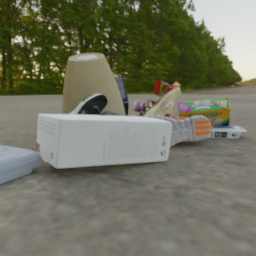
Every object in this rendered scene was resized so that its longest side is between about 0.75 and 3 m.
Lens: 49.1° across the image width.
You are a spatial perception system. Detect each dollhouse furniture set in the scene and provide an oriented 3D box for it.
[{"bbox_3d":[1.109,-0.863,10.891,0.848,2.085,1.122,13,-3,-25],"label":"dollhouse furniture set"}]

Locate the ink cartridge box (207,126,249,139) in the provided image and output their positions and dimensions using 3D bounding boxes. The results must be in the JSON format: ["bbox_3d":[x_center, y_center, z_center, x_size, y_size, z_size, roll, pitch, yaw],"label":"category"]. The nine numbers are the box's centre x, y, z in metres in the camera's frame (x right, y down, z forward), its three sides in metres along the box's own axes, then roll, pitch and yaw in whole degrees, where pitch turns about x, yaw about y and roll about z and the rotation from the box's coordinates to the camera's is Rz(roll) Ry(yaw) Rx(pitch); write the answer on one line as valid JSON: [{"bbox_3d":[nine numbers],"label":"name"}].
[{"bbox_3d":[3.448,0.155,10.266,1.630,0.320,0.811,0,13,0],"label":"ink cartridge box"}]

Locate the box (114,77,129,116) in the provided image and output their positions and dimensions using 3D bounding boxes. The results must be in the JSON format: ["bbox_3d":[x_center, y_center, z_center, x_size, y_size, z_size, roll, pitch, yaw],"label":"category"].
[{"bbox_3d":[-0.602,-1.362,13.720,0.976,1.385,1.872,-6,51,-8],"label":"box"}]

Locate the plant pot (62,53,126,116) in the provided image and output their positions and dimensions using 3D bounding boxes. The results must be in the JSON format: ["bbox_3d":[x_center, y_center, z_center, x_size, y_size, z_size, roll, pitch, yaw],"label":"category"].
[{"bbox_3d":[-1.339,-1.263,10.095,2.447,2.613,2.447,-4,26,2],"label":"plant pot"}]

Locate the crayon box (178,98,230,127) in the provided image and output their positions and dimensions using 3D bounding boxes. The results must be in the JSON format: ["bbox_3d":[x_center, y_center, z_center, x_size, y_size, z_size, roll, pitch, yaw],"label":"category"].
[{"bbox_3d":[2.825,-0.485,10.382,1.745,0.509,1.505,-5,-23,17],"label":"crayon box"}]

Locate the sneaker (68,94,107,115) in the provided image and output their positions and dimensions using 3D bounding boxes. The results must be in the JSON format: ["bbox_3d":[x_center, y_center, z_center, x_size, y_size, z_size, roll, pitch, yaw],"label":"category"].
[{"bbox_3d":[-1.247,-0.040,8.100,1.028,0.889,2.347,34,58,21],"label":"sneaker"}]

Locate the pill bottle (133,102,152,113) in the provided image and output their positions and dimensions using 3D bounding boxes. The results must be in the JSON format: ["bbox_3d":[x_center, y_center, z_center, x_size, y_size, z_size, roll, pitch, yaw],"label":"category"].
[{"bbox_3d":[0.773,-1.050,14.548,0.932,0.520,0.520,8,10,3],"label":"pill bottle"}]

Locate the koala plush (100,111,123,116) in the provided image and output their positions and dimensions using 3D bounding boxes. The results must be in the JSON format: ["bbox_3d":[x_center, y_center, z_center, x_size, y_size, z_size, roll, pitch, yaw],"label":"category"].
[{"bbox_3d":[-0.561,0.078,8.776,0.906,1.022,0.939,2,-17,32],"label":"koala plush"}]

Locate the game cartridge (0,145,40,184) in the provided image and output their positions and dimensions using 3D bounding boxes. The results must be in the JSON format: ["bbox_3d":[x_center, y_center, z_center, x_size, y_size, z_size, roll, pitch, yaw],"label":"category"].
[{"bbox_3d":[-3.624,0.759,6.127,2.801,0.567,1.868,4,14,27],"label":"game cartridge"}]

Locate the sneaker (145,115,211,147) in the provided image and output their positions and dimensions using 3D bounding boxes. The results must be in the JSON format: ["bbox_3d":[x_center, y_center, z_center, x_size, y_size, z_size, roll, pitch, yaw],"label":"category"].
[{"bbox_3d":[1.205,0.123,9.168,2.693,1.045,1.509,0,-1,-15],"label":"sneaker"}]

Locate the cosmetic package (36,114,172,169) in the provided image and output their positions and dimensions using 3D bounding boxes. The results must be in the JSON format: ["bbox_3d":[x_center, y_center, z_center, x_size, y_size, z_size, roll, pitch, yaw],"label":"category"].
[{"bbox_3d":[-0.553,0.240,6.811,2.951,1.092,1.500,2,6,-34],"label":"cosmetic package"}]

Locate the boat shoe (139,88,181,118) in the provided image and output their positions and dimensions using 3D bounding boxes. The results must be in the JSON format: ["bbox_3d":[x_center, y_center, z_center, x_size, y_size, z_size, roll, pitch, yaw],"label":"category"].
[{"bbox_3d":[1.223,-0.633,9.955,2.250,0.731,0.812,-41,1,-31],"label":"boat shoe"}]
